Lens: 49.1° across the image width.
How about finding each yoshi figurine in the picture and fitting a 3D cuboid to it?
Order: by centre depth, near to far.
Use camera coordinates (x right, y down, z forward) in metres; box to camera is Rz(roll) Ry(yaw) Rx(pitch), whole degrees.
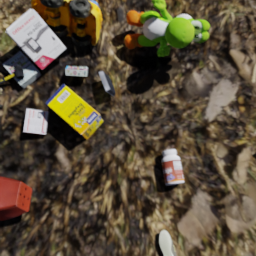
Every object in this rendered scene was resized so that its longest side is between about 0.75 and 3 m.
[{"bbox_3d":[1.122,-3.247,9.295,2.967,1.668,1.661,15,66,35],"label":"yoshi figurine"}]

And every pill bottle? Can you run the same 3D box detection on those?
[{"bbox_3d":[1.426,1.290,9.147,0.621,0.621,1.107,-8,75,-2],"label":"pill bottle"}]

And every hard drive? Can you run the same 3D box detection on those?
[{"bbox_3d":[-0.727,-1.564,9.879,0.182,0.581,0.862,-30,64,17],"label":"hard drive"}]

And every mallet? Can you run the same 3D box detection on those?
[{"bbox_3d":[-4.354,-1.819,10.017,1.430,0.294,0.471,-15,77,17],"label":"mallet"}]

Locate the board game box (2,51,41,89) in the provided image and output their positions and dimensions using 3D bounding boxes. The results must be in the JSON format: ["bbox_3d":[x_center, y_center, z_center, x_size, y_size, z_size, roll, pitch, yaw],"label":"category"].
[{"bbox_3d":[-3.887,-2.120,10.236,0.831,0.362,1.127,-41,79,-10],"label":"board game box"}]

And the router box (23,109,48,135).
[{"bbox_3d":[-3.138,-0.205,9.551,0.725,0.197,0.808,8,83,-17],"label":"router box"}]

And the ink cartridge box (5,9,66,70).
[{"bbox_3d":[-3.218,-3.081,9.798,1.208,0.694,1.664,-43,122,-3],"label":"ink cartridge box"}]

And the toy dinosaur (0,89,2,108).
[{"bbox_3d":[-4.808,-0.817,9.915,0.552,0.297,1.253,38,78,25],"label":"toy dinosaur"}]

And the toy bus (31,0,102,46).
[{"bbox_3d":[-1.909,-4.526,10.394,2.489,1.689,2.390,22,59,5],"label":"toy bus"}]

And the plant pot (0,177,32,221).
[{"bbox_3d":[-3.485,2.061,8.260,0.949,1.077,1.076,-6,59,9],"label":"plant pot"}]

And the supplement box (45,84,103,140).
[{"bbox_3d":[-1.788,-0.520,9.475,1.660,0.904,0.909,40,82,11],"label":"supplement box"}]

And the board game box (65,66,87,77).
[{"bbox_3d":[-1.846,-2.034,10.042,0.751,0.554,0.241,1,113,-7],"label":"board game box"}]

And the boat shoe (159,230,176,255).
[{"bbox_3d":[1.238,3.708,8.620,0.390,0.326,1.090,-20,72,23],"label":"boat shoe"}]
